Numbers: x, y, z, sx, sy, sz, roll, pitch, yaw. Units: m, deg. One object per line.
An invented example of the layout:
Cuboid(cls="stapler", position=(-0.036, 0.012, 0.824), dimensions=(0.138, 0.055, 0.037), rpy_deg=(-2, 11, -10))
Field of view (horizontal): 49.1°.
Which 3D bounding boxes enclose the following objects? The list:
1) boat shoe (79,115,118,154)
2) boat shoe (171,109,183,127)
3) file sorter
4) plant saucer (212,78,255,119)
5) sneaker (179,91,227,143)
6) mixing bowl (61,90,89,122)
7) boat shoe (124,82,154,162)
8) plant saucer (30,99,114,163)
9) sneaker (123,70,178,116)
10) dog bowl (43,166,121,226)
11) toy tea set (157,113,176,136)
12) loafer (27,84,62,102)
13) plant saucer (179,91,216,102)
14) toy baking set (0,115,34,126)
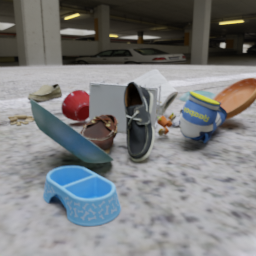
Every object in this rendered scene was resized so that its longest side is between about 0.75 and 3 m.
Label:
Cuboid(cls="boat shoe", position=(-0.729, 0.079, 7.023), dimensions=(0.855, 0.855, 2.430), rpy_deg=(15, 7, 0))
Cuboid(cls="boat shoe", position=(2.030, -0.508, 9.962), dimensions=(1.325, 0.433, 0.487), rpy_deg=(-29, 2, -26))
Cuboid(cls="file sorter", position=(-0.057, -0.772, 9.518), dimensions=(2.193, 1.522, 1.366), rpy_deg=(6, 17, 12))
Cuboid(cls="plant saucer", position=(3.791, -0.982, 10.084), dimensions=(2.112, 0.395, 2.112), rpy_deg=(-39, 14, 12))
Cuboid(cls="sneaker", position=(2.173, -0.230, 8.364), dimensions=(1.109, 1.234, 2.999), rpy_deg=(24, 6, 25))
Cuboid(cls="mixing bowl", position=(-1.701, -0.674, 9.965), dimensions=(1.196, 1.196, 0.648), rpy_deg=(-11, 36, -35))
Cuboid(cls="boat shoe", position=(0.186, -0.207, 7.275), dimensions=(0.822, 0.774, 2.288), rpy_deg=(-19, 50, 28))
Cuboid(cls="plant saucer", position=(-1.392, 0.225, 6.451), dimensions=(2.352, 0.453, 2.352), rpy_deg=(35, -9, 7))
Cuboid(cls="sneaker", position=(0.530, -0.982, 10.714), dimensions=(2.889, 1.064, 1.670), rpy_deg=(-34, 62, -13))
Cuboid(cls="dog bowl", position=(-0.860, 1.129, 5.014), dimensions=(0.952, 0.423, 1.708), rpy_deg=(-14, 21, -41))
Cuboid(cls="toy tea set", position=(1.061, -0.108, 8.498), dimensions=(0.596, 1.002, 0.371), rpy_deg=(-33, 66, -29))
Cuboid(cls="loafer", position=(-4.479, -1.915, 15.040), dimensions=(0.884, 0.797, 2.335), rpy_deg=(7, 17, 23))
Cuboid(cls="plant saucer", position=(3.850, -1.705, 15.037), dimensions=(2.198, 0.423, 2.198), rpy_deg=(0, 17, 0))
Cuboid(cls="toy baking set", position=(-4.264, -0.289, 10.467), dimensions=(1.447, 0.168, 1.111), rpy_deg=(-1, 16, -2))
